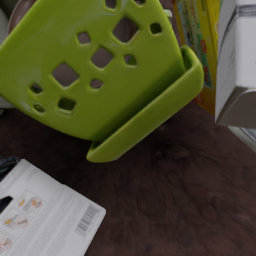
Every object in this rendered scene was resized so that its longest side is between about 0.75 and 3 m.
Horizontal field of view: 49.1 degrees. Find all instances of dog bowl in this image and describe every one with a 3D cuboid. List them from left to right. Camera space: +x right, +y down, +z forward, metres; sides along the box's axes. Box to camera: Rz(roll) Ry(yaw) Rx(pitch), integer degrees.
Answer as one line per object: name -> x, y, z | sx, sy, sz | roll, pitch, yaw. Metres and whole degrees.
dog bowl -> -2.840, -1.777, 5.539 | 1.048, 2.843, 2.843 | 1, 38, 20

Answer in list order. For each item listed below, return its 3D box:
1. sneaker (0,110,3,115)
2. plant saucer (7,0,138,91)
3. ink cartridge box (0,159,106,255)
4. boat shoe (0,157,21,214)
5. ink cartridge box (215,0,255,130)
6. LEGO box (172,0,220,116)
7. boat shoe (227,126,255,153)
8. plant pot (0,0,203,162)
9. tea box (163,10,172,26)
sneaker -> -5.044, -0.779, 7.970 | 2.747, 1.167, 1.058 | -11, 41, -13
plant saucer -> -0.879, -1.525, 4.577 | 2.160, 0.346, 2.160 | -1, 79, 6
ink cartridge box -> -1.694, 1.864, 4.805 | 1.928, 0.489, 2.188 | 32, 44, 0
boat shoe -> -2.767, 1.646, 5.098 | 0.890, 1.142, 2.517 | 15, 42, 17
ink cartridge box -> 1.190, -0.652, 2.007 | 1.000, 0.577, 1.369 | 8, 67, 5
LEGO box -> 1.872, -1.692, 5.750 | 1.053, 2.728, 2.032 | -17, 19, 0
boat shoe -> 2.179, 0.166, 4.098 | 1.584, 0.564, 0.553 | 40, 40, 5
plant pot -> -0.294, -1.164, 5.025 | 2.735, 2.481, 2.721 | -39, 14, 19
tea box -> 1.641, -5.348, 13.822 | 0.957, 0.650, 0.972 | 0, 40, -2
